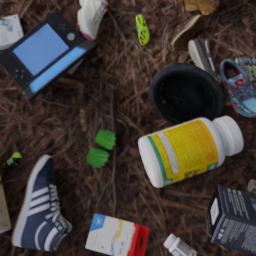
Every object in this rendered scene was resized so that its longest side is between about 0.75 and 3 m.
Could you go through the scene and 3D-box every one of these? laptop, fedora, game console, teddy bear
[{"bbox_3d":[-2.277,-2.778,10.127,1.232,0.714,1.154,30,74,12],"label":"laptop"},{"bbox_3d":[1.925,-1.149,9.165,2.429,2.429,1.109,18,39,6],"label":"fedora"},{"bbox_3d":[-2.670,-2.406,8.949,2.715,1.580,2.388,-41,87,-6],"label":"game console"},{"bbox_3d":[2.770,-4.978,11.046,1.606,0.536,1.164,26,66,17],"label":"teddy bear"}]

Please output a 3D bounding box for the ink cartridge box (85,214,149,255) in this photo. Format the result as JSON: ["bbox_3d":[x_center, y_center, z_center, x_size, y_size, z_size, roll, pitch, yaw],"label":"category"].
[{"bbox_3d":[-0.272,3.196,8.161,1.692,0.569,0.983,13,72,4],"label":"ink cartridge box"}]

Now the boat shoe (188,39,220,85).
[{"bbox_3d":[2.830,-2.087,9.814,0.738,0.866,2.590,-14,68,2],"label":"boat shoe"}]

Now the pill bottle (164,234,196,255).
[{"bbox_3d":[1.496,3.513,8.104,0.845,0.481,0.481,38,75,13],"label":"pill bottle"}]

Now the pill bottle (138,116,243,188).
[{"bbox_3d":[1.880,0.630,8.499,2.831,1.597,1.597,-18,72,-7],"label":"pill bottle"}]

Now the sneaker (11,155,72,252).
[{"bbox_3d":[-2.280,2.245,8.275,1.464,0.946,2.698,12,78,9],"label":"sneaker"}]

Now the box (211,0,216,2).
[{"bbox_3d":[3.134,-5.712,9.973,1.413,1.399,1.704,38,40,-14],"label":"box"}]

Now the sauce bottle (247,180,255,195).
[{"bbox_3d":[4.466,2.001,8.648,1.428,0.462,0.462,17,72,4],"label":"sauce bottle"}]

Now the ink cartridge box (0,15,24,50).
[{"bbox_3d":[-4.666,-3.614,10.652,1.279,0.260,1.277,-19,72,-6],"label":"ink cartridge box"}]

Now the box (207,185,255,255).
[{"bbox_3d":[3.337,2.594,7.760,1.961,1.451,1.023,16,114,6],"label":"box"}]

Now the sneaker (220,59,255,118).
[{"bbox_3d":[3.667,-1.331,9.357,0.898,1.082,2.265,-33,68,18],"label":"sneaker"}]

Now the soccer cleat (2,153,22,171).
[{"bbox_3d":[-3.715,1.135,8.963,0.309,0.258,0.763,42,93,20],"label":"soccer cleat"}]

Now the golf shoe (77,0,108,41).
[{"bbox_3d":[-1.268,-4.259,10.326,1.045,0.860,2.283,-15,64,27],"label":"golf shoe"}]

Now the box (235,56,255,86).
[{"bbox_3d":[4.417,-2.062,10.135,0.867,0.240,1.082,-2,71,-1],"label":"box"}]

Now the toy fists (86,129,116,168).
[{"bbox_3d":[-0.829,0.684,9.093,0.644,0.434,1.263,22,75,8],"label":"toy fists"}]

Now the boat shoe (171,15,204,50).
[{"bbox_3d":[2.137,-3.647,10.567,1.641,0.592,0.591,-48,47,-2],"label":"boat shoe"}]

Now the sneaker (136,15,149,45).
[{"bbox_3d":[0.552,-3.677,10.594,0.412,0.465,1.112,-9,88,2],"label":"sneaker"}]

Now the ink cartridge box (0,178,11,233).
[{"bbox_3d":[-4.730,2.053,8.173,1.837,1.060,2.514,-22,72,2],"label":"ink cartridge box"}]
